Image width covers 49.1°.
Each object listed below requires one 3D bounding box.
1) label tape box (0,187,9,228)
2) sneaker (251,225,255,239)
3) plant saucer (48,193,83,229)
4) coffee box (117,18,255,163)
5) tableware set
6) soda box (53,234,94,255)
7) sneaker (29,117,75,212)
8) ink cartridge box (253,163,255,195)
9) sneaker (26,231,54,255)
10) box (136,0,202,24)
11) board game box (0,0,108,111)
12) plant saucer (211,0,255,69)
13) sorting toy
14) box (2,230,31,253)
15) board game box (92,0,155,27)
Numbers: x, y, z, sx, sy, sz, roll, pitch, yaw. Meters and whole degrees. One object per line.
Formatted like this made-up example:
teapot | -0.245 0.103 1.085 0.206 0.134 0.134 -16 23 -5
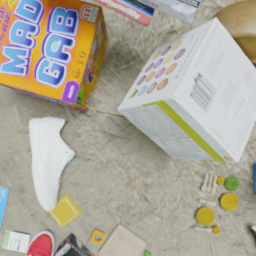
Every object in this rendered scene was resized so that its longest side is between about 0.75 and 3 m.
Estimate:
label tape box | -5.132 2.513 8.621 2.376 0.786 1.702 12 89 2
sneaker | 4.278 4.038 8.599 1.037 0.739 2.091 -41 93 -6
plant saucer | -2.038 2.666 8.901 0.869 0.211 0.869 -38 89 -1
coffee box | 1.358 -0.637 6.020 1.966 1.944 1.963 40 68 -23
tableware set | 2.833 2.417 8.896 1.277 0.291 1.895 11 88 -3
soda box | -1.318 4.274 8.615 0.638 0.713 2.015 -44 90 -1
sneaker | -2.247 1.073 8.583 1.264 1.074 2.856 -6 88 -11
ink cartridge box | 4.921 1.607 7.739 1.844 2.550 1.074 0 89 0
sneaker | -2.992 4.331 8.305 0.843 1.331 2.367 25 89 0
box | 0.675 -2.760 5.010 1.588 0.911 1.049 25 49 3
board game box | -2.110 -2.041 7.843 2.460 2.461 2.459 16 89 0
plant saucer | 2.774 -1.364 5.885 2.765 2.765 0.490 35 75 1
sorting toy | -0.198 3.804 8.856 2.082 0.284 1.172 36 85 0
box | -3.554 3.604 8.920 0.805 0.146 0.581 11 89 -1
board game box | -0.688 -3.057 5.562 2.758 0.268 1.420 23 50 -9
